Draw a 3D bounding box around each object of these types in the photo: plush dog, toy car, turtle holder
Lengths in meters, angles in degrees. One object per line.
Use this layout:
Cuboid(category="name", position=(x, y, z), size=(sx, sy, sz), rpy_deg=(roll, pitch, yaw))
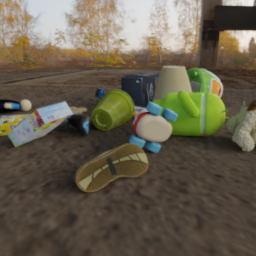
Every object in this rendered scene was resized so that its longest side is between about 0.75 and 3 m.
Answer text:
Cuboid(category="plush dog", position=(4.249, 0.041, 8.934), size=(1.574, 1.470, 1.833), rpy_deg=(28, 23, -3))
Cuboid(category="toy car", position=(0.510, -0.195, 8.567), size=(1.265, 1.319, 1.430), rpy_deg=(18, 14, -36))
Cuboid(category="turtle holder", position=(3.649, -1.978, 14.850), size=(1.969, 2.106, 2.772), rpy_deg=(2, -13, -21))

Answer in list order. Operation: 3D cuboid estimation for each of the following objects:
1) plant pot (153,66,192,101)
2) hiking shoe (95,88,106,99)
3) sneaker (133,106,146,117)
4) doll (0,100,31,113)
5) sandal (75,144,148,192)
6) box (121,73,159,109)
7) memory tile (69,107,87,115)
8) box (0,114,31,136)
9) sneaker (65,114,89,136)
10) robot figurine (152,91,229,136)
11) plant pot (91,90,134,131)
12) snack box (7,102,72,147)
Cuboid(category="plant pot", position=(2.023, -1.697, 12.588), size=(1.952, 2.084, 1.952), rpy_deg=(-2, 16, 0))
Cuboid(category="hiking shoe", position=(-1.250, -1.699, 15.145), size=(0.647, 0.556, 1.493), rpy_deg=(23, -5, 24))
Cuboid(category="sneaker", position=(0.255, -0.729, 12.452), size=(1.461, 0.549, 0.840), rpy_deg=(4, 9, -31))
Cuboid(category="doll", position=(-6.180, -1.019, 13.453), size=(2.932, 0.711, 2.001), rpy_deg=(-10, 12, -31))
Cuboid(category="sandal", position=(-0.397, 0.927, 6.705), size=(2.111, 0.848, 0.570), rpy_deg=(-17, 2, -37))
Cuboid(category="box", position=(0.742, -1.933, 14.750), size=(1.236, 1.754, 2.370), rpy_deg=(10, 18, 30))
Cuboid(category="memory tile", position=(-3.239, -0.855, 13.873), size=(2.087, 0.175, 1.599), rpy_deg=(5, 17, 16))
Cuboid(category="box", position=(-4.238, -0.120, 10.400), size=(1.819, 0.637, 0.585), rpy_deg=(-6, 17, -20))
Cuboid(category="sneaker", position=(-1.872, -0.140, 10.263), size=(0.772, 0.690, 1.884), rpy_deg=(8, 2, -19))
Cuboid(category="robot figurine", position=(2.167, -0.481, 9.894), size=(2.614, 1.512, 2.294), rpy_deg=(2, -9, 21))
Cuboid(category="plant pot", position=(-0.705, -0.580, 10.985), size=(1.477, 1.477, 1.422), rpy_deg=(7, 28, 24))
Cuboid(category="snack box", position=(-2.847, -0.125, 9.124), size=(1.657, 0.561, 1.397), rpy_deg=(-30, 0, 31))
